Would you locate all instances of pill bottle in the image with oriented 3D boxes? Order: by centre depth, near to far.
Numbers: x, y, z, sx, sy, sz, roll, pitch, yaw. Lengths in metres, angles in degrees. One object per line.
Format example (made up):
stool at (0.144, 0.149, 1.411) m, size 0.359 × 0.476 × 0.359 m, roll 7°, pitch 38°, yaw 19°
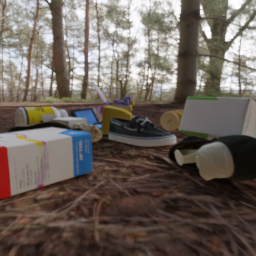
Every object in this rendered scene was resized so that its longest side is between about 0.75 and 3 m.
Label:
pill bottle at (-3.465, -0.320, 11.345) m, size 1.917 × 1.074 × 1.074 m, roll -5°, pitch 9°, yaw -40°

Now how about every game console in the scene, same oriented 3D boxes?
game console at (-1.559, -0.366, 12.287) m, size 1.309 × 0.866 × 1.489 m, roll 5°, pitch 11°, yaw 33°

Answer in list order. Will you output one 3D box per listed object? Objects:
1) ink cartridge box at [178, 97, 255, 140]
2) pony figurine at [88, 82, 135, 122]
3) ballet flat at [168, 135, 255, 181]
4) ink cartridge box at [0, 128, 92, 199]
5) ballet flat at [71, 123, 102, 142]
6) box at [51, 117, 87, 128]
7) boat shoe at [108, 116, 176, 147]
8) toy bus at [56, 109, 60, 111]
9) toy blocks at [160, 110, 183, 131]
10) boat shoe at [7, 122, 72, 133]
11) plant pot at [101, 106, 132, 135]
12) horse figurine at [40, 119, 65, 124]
ink cartridge box at (2.504, 0.035, 6.614) m, size 2.146 × 0.902 × 1.561 m, roll 21°, pitch -8°, yaw -40°
pony figurine at (-1.032, -1.049, 14.940) m, size 2.655 × 2.211 × 2.563 m, roll -2°, pitch -25°, yaw 13°
ballet flat at (1.575, 0.622, 5.478) m, size 0.869 × 0.864 × 2.541 m, roll -12°, pitch 1°, yaw -19°
ink cartridge box at (-2.075, 0.580, 5.217) m, size 1.454 × 0.842 × 2.503 m, roll 6°, pitch 10°, yaw 41°
ballet flat at (-1.488, 0.223, 9.498) m, size 0.601 × 0.711 × 1.881 m, roll -37°, pitch 19°, yaw -24°
box at (-2.254, -0.037, 10.741) m, size 0.996 × 0.654 × 1.001 m, roll 5°, pitch 9°, yaw 35°
boat shoe at (0.378, 0.049, 9.132) m, size 0.948 × 0.896 × 2.643 m, roll -7°, pitch 10°, yaw -44°
toy bus at (-4.008, -0.506, 13.279) m, size 1.719 × 0.941 × 1.822 m, roll -2°, pitch 7°, yaw -13°
toy blocks at (2.746, -0.372, 12.612) m, size 1.943 × 0.846 × 2.331 m, roll 3°, pitch 8°, yaw 27°
boat shoe at (-2.812, 0.150, 9.067) m, size 1.988 × 0.752 × 0.734 m, roll 0°, pitch 5°, yaw -7°
plant pot at (-0.436, -0.294, 11.322) m, size 1.129 × 1.103 × 1.096 m, roll 5°, pitch 8°, yaw 3°
horse figurine at (-2.902, 0.067, 10.215) m, size 1.399 × 0.349 × 0.927 m, roll 8°, pitch 55°, yaw 44°
